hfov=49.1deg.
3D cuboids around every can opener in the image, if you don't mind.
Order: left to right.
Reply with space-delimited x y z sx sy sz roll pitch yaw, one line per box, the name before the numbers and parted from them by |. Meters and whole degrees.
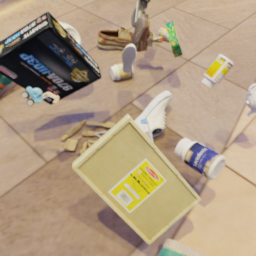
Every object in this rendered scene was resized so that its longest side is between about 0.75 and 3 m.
can opener | 0.501 -5.638 12.068 0.837 2.505 0.668 13 12 40

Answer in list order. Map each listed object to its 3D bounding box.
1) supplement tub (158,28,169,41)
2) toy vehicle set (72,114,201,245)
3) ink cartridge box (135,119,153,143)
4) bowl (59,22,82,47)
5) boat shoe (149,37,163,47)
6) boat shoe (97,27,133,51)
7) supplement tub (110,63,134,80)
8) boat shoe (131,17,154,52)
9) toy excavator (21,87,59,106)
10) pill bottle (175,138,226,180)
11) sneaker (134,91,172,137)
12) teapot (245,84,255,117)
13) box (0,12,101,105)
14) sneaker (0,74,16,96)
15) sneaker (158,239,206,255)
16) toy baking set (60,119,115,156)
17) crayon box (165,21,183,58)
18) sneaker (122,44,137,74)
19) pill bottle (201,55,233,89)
supplement tub | 2.118 -5.178 15.512 0.779 0.566 0.566 31 56 25
toy vehicle set | 0.258 1.329 6.883 1.787 2.876 0.381 -41 15 1
ink cartridge box | 0.260 0.232 8.589 0.869 0.628 0.639 -16 39 9
bowl | -2.484 -3.372 11.036 0.931 1.983 1.983 -10 35 45
boat shoe | 1.081 -3.895 12.845 1.052 0.329 0.374 -13 21 8
boat shoe | -0.295 -4.762 14.857 2.782 0.999 1.053 -6 49 -5
supplement tub | -0.296 -2.670 13.218 0.993 0.722 0.722 -17 51 -14
boat shoe | 0.557 -3.238 9.831 0.704 1.961 0.742 2 84 -7
toy excavator | -2.520 -0.920 8.089 0.814 0.792 0.407 -31 16 4
pill bottle | 2.066 0.865 8.160 0.771 0.771 1.332 -35 46 -27
sneaker | 1.010 -0.248 11.045 1.060 1.093 2.994 36 63 10
teapot | 4.165 -0.918 9.167 0.653 0.883 0.894 -15 81 -6
box | -2.578 -2.050 9.130 2.331 2.932 0.675 -25 62 14
sneaker | -6.058 -1.845 12.196 1.047 1.172 2.934 17 51 14
sneaker | 2.056 4.021 7.317 2.750 0.982 1.099 19 60 19
toy baking set | -1.535 0.329 10.960 1.630 0.247 2.124 30 55 20
crayon box | 1.933 -3.734 11.837 0.374 0.763 1.284 -16 67 16
sneaker | 0.056 -2.074 7.810 0.382 1.038 0.600 16 61 -1
pill bottle | 2.435 -1.531 7.717 0.483 0.884 0.483 33 17 -11
